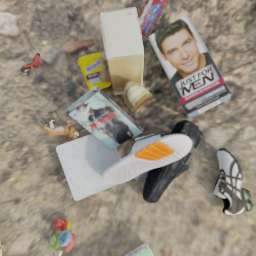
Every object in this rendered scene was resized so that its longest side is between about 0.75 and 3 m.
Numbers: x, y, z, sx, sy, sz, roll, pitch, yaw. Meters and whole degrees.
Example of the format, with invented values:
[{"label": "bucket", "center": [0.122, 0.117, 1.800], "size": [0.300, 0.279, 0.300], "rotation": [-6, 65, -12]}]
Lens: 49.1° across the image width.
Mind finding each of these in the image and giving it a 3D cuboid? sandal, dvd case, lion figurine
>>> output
[{"label": "sandal", "center": [0.370, 0.640, 7.285], "size": [2.514, 0.963, 0.720], "rotation": [-26, 43, 16]}, {"label": "dvd case", "center": [-0.624, -0.198, 7.362], "size": [1.715, 1.252, 0.189], "rotation": [43, 39, -23]}, {"label": "lion figurine", "center": [-1.972, 0.083, 8.108], "size": [1.096, 0.671, 0.397], "rotation": [7, 41, -3]}]

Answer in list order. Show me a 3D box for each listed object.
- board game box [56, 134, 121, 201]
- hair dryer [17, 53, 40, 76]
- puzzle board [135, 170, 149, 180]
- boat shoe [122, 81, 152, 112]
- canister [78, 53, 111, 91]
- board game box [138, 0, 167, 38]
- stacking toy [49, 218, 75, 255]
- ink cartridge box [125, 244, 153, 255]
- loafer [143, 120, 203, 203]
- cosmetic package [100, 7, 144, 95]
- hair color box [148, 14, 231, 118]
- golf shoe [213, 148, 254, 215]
[{"label": "board game box", "center": [-1.019, 1.021, 7.959], "size": [1.604, 0.208, 1.604], "rotation": [-19, 77, -17]}, {"label": "hair dryer", "center": [-2.863, -1.857, 8.321], "size": [0.233, 0.654, 0.859], "rotation": [40, 99, -2]}, {"label": "puzzle board", "center": [0.376, 1.046, 8.187], "size": [0.795, 0.069, 0.599], "rotation": [-35, 79, -8]}, {"label": "boat shoe", "center": [0.224, -0.891, 7.640], "size": [0.731, 1.995, 0.625], "rotation": [-41, 91, -2]}, {"label": "canister", "center": [-1.008, -1.691, 8.535], "size": [0.749, 0.436, 1.008], "rotation": [-20, 85, -18]}, {"label": "board game box", "center": [0.653, -3.537, 8.861], "size": [0.643, 0.121, 1.249], "rotation": [31, 96, 23]}, {"label": "stacking toy", "center": [-1.837, 2.887, 7.348], "size": [0.817, 0.903, 0.381], "rotation": [-50, 125, -1]}, {"label": "ink cartridge box", "center": [0.229, 4.760, 6.968], "size": [2.275, 0.708, 2.828], "rotation": [-30, 78, -6]}, {"label": "loafer", "center": [1.286, 1.005, 7.779], "size": [0.892, 0.863, 2.541], "rotation": [33, 83, -16]}, {"label": "cosmetic package", "center": [-0.121, -1.923, 7.630], "size": [0.887, 2.495, 1.312], "rotation": [-8, 76, 0]}, {"label": "hair color box", "center": [1.785, -1.785, 8.278], "size": [1.324, 0.811, 2.674], "rotation": [-27, 77, 13]}, {"label": "golf shoe", "center": [2.730, 1.484, 7.755], "size": [0.878, 0.722, 1.857], "rotation": [-16, 76, -4]}]
